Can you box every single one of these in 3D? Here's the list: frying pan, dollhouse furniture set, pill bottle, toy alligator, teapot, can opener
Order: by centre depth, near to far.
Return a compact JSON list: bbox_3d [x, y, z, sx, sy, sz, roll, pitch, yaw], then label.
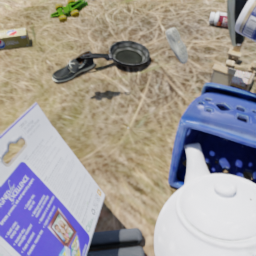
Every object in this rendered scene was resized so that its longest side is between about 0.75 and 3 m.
[{"bbox_3d":[1.767,1.874,5.123,2.873,2.098,2.836,16,37,34],"label":"teapot"},{"bbox_3d":[3.025,-1.948,5.458,1.602,0.890,0.890,35,58,17],"label":"pill bottle"},{"bbox_3d":[-1.133,2.503,5.784,2.955,0.988,0.788,-5,50,-4],"label":"can opener"},{"bbox_3d":[-1.402,-3.148,7.400,1.356,0.326,0.450,-19,83,7],"label":"toy alligator"},{"bbox_3d":[3.762,-2.074,9.622,1.225,1.046,2.363,24,54,19],"label":"dollhouse furniture set"},{"bbox_3d":[-0.314,-2.545,10.308,2.550,0.415,1.542,-34,62,-31],"label":"frying pan"},{"bbox_3d":[4.068,-4.715,12.173,1.007,0.552,0.552,11,51,9],"label":"pill bottle"}]

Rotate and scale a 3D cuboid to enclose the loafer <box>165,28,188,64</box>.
[{"bbox_3d":[0.986,-1.654,5.690,0.264,0.755,0.263,-32,17,-23],"label":"loafer"}]

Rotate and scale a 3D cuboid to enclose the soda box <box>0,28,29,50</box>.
[{"bbox_3d":[-4.856,-3.528,11.185,1.662,0.532,0.563,-10,51,-9],"label":"soda box"}]

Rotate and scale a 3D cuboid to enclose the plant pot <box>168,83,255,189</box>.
[{"bbox_3d":[2.477,0.336,6.796,2.373,2.374,2.134,18,47,16],"label":"plant pot"}]

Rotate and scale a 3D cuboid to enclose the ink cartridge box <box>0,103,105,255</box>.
[{"bbox_3d":[-1.317,1.023,4.251,0.488,2.247,2.226,-24,22,20],"label":"ink cartridge box"}]

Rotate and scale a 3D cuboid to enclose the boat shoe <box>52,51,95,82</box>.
[{"bbox_3d":[-2.000,-2.223,10.064,1.734,0.586,0.623,-34,59,-24],"label":"boat shoe"}]

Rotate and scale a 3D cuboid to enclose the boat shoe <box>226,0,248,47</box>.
[{"bbox_3d":[3.021,-3.027,7.197,0.966,2.856,1.026,-6,72,16],"label":"boat shoe"}]
